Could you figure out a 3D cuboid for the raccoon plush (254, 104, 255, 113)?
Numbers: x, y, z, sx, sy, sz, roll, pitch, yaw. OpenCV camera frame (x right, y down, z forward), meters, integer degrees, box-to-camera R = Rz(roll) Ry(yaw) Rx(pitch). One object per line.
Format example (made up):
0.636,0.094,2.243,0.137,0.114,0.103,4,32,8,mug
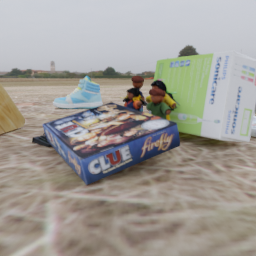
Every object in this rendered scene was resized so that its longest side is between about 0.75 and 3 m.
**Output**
6.298,-1.409,12.216,1.108,1.534,2.290,-5,12,-27,raccoon plush

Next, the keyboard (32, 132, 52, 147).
-1.588,0.156,7.477,1.282,0.208,2.017,9,13,40,keyboard

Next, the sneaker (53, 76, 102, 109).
-2.542,-1.792,14.081,2.482,1.621,0.987,-1,11,0,sneaker

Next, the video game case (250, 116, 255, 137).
3.879,-0.095,8.626,2.179,0.258,1.983,-6,12,-28,video game case

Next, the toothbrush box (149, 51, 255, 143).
1.810,-0.793,7.241,1.136,1.922,2.639,6,3,-32,toothbrush box

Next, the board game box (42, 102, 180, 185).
-0.511,0.109,5.563,1.791,0.458,2.644,-20,21,-24,board game box

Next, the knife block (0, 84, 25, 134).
-3.907,-0.991,7.481,0.890,2.441,2.781,3,11,10,knife block

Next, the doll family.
0.442,-0.534,7.237,1.099,1.619,2.800,-8,12,-32,doll family
